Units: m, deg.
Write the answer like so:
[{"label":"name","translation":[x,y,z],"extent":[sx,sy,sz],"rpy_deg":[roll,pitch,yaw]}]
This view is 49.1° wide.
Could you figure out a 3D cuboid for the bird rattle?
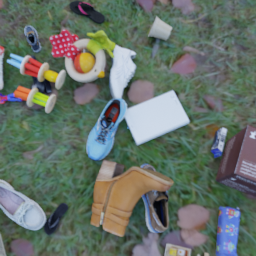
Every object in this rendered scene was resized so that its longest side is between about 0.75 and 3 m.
[{"label":"bird rattle","translation":[-1.750,-2.760,10.620],"extent":[2.512,1.415,2.048],"rpy_deg":[-4,86,9]}]

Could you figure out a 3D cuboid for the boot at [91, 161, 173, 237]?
[{"label":"boot","translation":[0.028,2.437,9.298],"extent":[2.998,1.105,2.319],"rpy_deg":[4,77,42]}]

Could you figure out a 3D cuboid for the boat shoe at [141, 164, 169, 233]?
[{"label":"boat shoe","translation":[0.995,2.381,9.751],"extent":[0.858,0.859,2.374],"rpy_deg":[-5,74,-31]}]

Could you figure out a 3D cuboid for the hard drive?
[{"label":"hard drive","translation":[1.073,-0.412,11.025],"extent":[2.224,0.292,1.467],"rpy_deg":[-23,74,-6]}]

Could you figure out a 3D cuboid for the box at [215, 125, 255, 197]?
[{"label":"box","translation":[4.295,1.227,9.584],"extent":[1.730,2.086,1.712],"rpy_deg":[21,74,7]}]

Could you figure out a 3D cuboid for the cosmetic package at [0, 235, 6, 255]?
[{"label":"cosmetic package","translation":[-4.964,3.687,9.165],"extent":[1.008,1.491,2.835],"rpy_deg":[-21,73,-5]}]

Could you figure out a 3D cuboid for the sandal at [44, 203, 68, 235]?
[{"label":"sandal","translation":[-2.598,3.204,9.926],"extent":[0.454,0.256,1.195],"rpy_deg":[27,76,9]}]

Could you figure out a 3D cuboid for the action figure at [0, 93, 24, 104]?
[{"label":"action figure","translation":[-4.724,-1.224,11.079],"extent":[1.366,0.676,0.446],"rpy_deg":[-7,85,1]}]

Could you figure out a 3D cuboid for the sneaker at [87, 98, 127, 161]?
[{"label":"sneaker","translation":[-0.897,-0.007,10.345],"extent":[0.998,1.145,2.545],"rpy_deg":[22,87,5]}]

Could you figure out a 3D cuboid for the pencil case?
[{"label":"pencil case","translation":[3.437,3.577,9.608],"extent":[0.747,0.671,1.720],"rpy_deg":[13,73,-7]}]

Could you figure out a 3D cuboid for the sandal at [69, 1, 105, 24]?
[{"label":"sandal","translation":[-1.818,-5.244,12.443],"extent":[1.765,0.398,0.663],"rpy_deg":[30,75,9]}]

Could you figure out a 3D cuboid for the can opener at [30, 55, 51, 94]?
[{"label":"can opener","translation":[-3.724,-2.113,11.440],"extent":[0.685,0.552,1.743],"rpy_deg":[-13,75,-49]}]

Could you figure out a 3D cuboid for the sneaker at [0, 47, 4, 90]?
[{"label":"sneaker","translation":[-5.409,-2.661,11.116],"extent":[1.152,0.868,2.464],"rpy_deg":[-36,67,20]}]

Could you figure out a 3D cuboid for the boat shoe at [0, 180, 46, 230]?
[{"label":"boat shoe","translation":[-3.988,2.681,9.810],"extent":[2.473,0.793,0.911],"rpy_deg":[38,77,10]}]

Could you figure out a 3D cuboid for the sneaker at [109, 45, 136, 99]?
[{"label":"sneaker","translation":[-0.219,-2.231,11.301],"extent":[1.054,0.901,2.419],"rpy_deg":[7,74,-3]}]

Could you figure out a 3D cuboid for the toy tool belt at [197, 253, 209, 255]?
[{"label":"toy tool belt","translation":[2.303,4.601,9.397],"extent":[1.026,0.641,0.631],"rpy_deg":[-11,46,-4]}]

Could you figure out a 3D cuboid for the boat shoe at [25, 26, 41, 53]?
[{"label":"boat shoe","translation":[-4.112,-3.930,11.925],"extent":[0.482,0.618,1.361],"rpy_deg":[-24,75,-7]}]

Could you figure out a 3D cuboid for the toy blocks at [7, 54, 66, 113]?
[{"label":"toy blocks","translation":[-3.796,-1.793,10.913],"extent":[2.203,0.800,1.836],"rpy_deg":[22,87,0]}]

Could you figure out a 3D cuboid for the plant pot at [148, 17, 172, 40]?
[{"label":"plant pot","translation":[1.393,-4.157,11.947],"extent":[0.798,0.872,0.872],"rpy_deg":[23,74,-5]}]

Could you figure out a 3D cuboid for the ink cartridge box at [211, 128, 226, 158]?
[{"label":"ink cartridge box","translation":[3.393,0.571,10.549],"extent":[0.212,0.537,1.080],"rpy_deg":[21,69,-8]}]

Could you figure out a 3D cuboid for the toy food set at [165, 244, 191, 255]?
[{"label":"toy food set","translation":[1.660,4.329,9.461],"extent":[0.856,0.258,0.614],"rpy_deg":[3,70,27]}]
